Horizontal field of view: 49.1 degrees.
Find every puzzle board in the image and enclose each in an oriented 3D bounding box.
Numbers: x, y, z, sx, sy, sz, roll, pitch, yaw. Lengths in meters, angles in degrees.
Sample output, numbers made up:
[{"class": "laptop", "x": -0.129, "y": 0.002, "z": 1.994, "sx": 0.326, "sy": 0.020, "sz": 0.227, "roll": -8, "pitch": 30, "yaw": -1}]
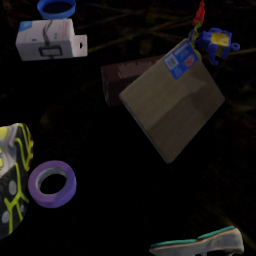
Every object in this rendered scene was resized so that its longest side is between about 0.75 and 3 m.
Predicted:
[{"class": "puzzle board", "x": 1.175, "y": -0.719, "z": 6.785, "sx": 2.591, "sy": 0.225, "sz": 1.953, "roll": -44, "pitch": 105, "yaw": -27}]

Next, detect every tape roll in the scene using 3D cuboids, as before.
[{"class": "tape roll", "x": -1.610, "y": 1.192, "z": 5.992, "sx": 0.963, "sy": 0.316, "sz": 0.963, "roll": 0, "pitch": 53, "yaw": 0}]

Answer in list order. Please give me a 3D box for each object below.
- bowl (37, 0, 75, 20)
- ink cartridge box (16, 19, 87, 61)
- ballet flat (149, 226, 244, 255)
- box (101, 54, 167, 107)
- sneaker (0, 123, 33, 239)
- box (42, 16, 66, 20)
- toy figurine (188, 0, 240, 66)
[{"class": "bowl", "x": -2.475, "y": -4.193, "z": 9.744, "sx": 1.284, "sy": 0.252, "sz": 1.284, "roll": 0, "pitch": 53, "yaw": 0}, {"class": "ink cartridge box", "x": -2.296, "y": -2.739, "z": 8.643, "sx": 1.983, "sy": 0.673, "sz": 1.150, "roll": -5, "pitch": 54, "yaw": -3}, {"class": "ballet flat", "x": 1.282, "y": 2.246, "z": 5.100, "sx": 1.755, "sy": 0.610, "sz": 0.610, "roll": -10, "pitch": 54, "yaw": -7}, {"class": "box", "x": 0.265, "y": -1.244, "z": 7.403, "sx": 1.847, "sy": 0.925, "sz": 0.692, "roll": -14, "pitch": 55, "yaw": -11}, {"class": "sneaker", "x": -2.668, "y": 1.062, "z": 5.786, "sx": 1.021, "sy": 1.007, "sz": 2.671, "roll": -10, "pitch": 44, "yaw": 2}, {"class": "box", "x": -2.533, "y": -3.994, "z": 9.862, "sx": 0.760, "sy": 0.184, "sz": 0.602, "roll": 19, "pitch": 56, "yaw": 14}, {"class": "toy figurine", "x": 2.551, "y": -2.533, "z": 8.141, "sx": 1.519, "sy": 1.337, "sz": 2.535, "roll": 17, "pitch": 52, "yaw": 3}]
